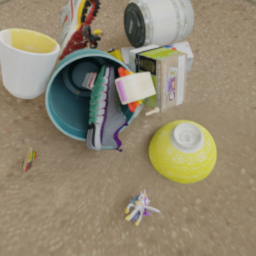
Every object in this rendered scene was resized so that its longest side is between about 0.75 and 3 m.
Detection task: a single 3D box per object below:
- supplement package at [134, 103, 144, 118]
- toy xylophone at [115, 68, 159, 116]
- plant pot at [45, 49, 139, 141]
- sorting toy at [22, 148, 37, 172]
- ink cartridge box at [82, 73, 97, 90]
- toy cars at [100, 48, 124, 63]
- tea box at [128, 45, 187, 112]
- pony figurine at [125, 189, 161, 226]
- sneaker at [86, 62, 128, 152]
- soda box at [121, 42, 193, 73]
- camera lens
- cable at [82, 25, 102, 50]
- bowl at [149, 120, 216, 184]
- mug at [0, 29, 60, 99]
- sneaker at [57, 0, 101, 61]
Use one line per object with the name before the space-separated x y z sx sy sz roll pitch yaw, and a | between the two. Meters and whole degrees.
supplement package | 0.030 -1.035 10.985 0.747 0.741 0.984 7 51 -29
toy xylophone | 0.358 -1.058 8.456 0.511 2.035 1.490 -14 89 25
plant pot | -1.410 -1.491 10.120 2.999 2.999 2.818 -13 30 -8
sorting toy | -3.250 1.055 9.322 0.259 1.530 0.737 16 82 -24
ink cartridge box | -1.035 -1.610 10.484 1.018 1.407 0.593 21 92 -23
toy cars | -0.270 -2.416 11.537 2.767 1.241 0.613 32 59 9
tea box | 1.004 -1.772 9.783 1.196 1.790 1.761 -22 36 -29
pony figurine | 0.419 2.487 8.733 1.046 1.010 0.871 -54 41 -6
sneaker | -0.581 -0.656 9.381 1.279 1.087 2.922 10 85 -25
soda box | 1.237 -2.971 12.296 2.998 0.954 1.021 -6 57 -5
camera lens | 1.159 -4.308 11.385 2.429 1.943 1.943 -19 58 -21
cable | -1.424 -3.343 10.329 0.417 1.659 0.806 34 106 12
bowl | 1.968 0.582 9.762 2.423 1.304 2.423 0 57 0
mug | -3.396 -2.192 9.903 1.916 1.964 2.392 30 34 14
sneaker | -2.069 -3.911 10.735 1.176 2.862 1.114 37 22 22
